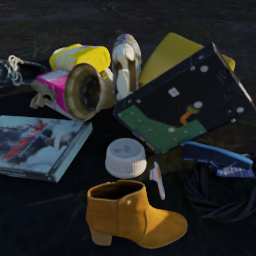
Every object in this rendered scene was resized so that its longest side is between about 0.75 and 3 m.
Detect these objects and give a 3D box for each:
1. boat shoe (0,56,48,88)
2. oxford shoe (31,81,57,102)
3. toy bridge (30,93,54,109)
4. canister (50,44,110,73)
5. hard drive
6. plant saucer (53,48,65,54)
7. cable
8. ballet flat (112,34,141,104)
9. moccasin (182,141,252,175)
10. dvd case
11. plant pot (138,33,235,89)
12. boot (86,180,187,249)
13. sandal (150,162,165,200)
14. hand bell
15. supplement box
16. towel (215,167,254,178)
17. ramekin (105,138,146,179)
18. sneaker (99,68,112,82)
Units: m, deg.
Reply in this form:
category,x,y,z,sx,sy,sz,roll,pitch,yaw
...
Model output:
category,x,y,z,sx,sy,sz,roll,pitch,yaw
boat shoe,-3.695,-1.785,9.063,0.781,0.946,2.526,-14,-3,32
oxford shoe,-2.248,-0.966,7.388,0.751,0.265,0.281,29,43,-8
toy bridge,-2.558,-0.911,8.387,0.224,0.553,1.644,21,-12,-33
canister,-1.696,-2.327,9.777,1.439,0.838,1.937,-35,32,-26
hard drive,1.190,-0.466,6.222,2.565,1.792,0.485,-30,33,30
plant saucer,-2.432,-3.100,12.239,1.608,0.404,1.608,0,35,0
cable,2.074,1.109,5.888,2.147,0.545,1.752,-34,37,-32
ballet flat,-0.068,-1.465,6.991,0.779,0.779,2.166,-2,79,0
moccasin,1.905,0.700,6.140,1.494,0.509,0.601,16,6,35
dvd case,-2.605,0.394,7.101,2.878,0.317,2.101,6,35,16
plant pot,1.346,-1.001,7.776,2.080,2.080,1.835,34,61,27
boot,0.247,1.444,4.797,1.904,1.363,0.670,-3,39,-11
sandal,0.583,1.115,5.940,0.237,0.317,0.828,-14,66,10
hand bell,-0.262,-0.935,8.255,1.506,1.506,2.892,31,21,37
supplement box,-1.890,-1.074,8.834,1.883,0.953,0.973,27,42,34
towel,2.491,0.928,6.695,0.874,0.104,0.633,2,36,5
ramekin,-0.055,0.681,6.703,0.991,0.520,0.991,0,35,0
sneaker,-0.940,-1.516,9.598,0.933,0.821,2.206,-20,39,-26
